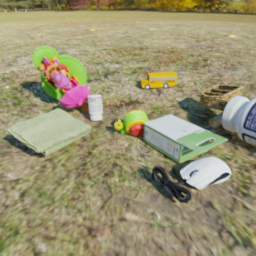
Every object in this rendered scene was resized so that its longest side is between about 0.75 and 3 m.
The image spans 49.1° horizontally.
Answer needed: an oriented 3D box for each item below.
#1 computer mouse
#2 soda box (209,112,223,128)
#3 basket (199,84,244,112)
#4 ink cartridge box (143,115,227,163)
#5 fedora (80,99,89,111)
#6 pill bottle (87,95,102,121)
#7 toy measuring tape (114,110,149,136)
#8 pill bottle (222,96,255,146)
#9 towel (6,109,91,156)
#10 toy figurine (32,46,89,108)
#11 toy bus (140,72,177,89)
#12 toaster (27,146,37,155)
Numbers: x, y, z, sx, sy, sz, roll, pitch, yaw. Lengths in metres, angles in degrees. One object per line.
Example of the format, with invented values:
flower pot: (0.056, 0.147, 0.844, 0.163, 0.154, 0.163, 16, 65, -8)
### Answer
computer mouse: (1.966, 1.275, 7.966, 2.403, 0.527, 1.317, -15, 39, -27)
soda box: (3.524, -0.313, 10.932, 0.813, 0.275, 0.260, -28, 38, -24)
basket: (3.764, -1.325, 11.707, 1.131, 1.180, 1.584, 9, 9, -22)
ink cartridge box: (1.813, 0.425, 9.394, 1.345, 0.768, 2.591, -17, 30, -32)
fedora: (-1.852, -1.049, 12.738, 1.120, 0.457, 1.120, -1, 26, 1)
pill bottle: (-1.363, -0.840, 11.614, 0.574, 1.012, 0.574, -3, 12, 1)
toy measuring tape: (0.780, -0.248, 10.557, 2.655, 0.977, 0.977, -5, 27, -11)
pill bottle: (4.786, -0.078, 9.538, 1.634, 1.634, 2.823, -21, 34, -35)
towel: (-2.578, 0.058, 9.458, 1.805, 0.444, 2.433, 27, 30, 24)
toy figurine: (-2.754, -2.033, 12.161, 2.182, 2.907, 2.675, -41, 36, -1)
toy bus: (1.658, -2.628, 15.489, 1.959, 0.767, 0.638, -4, 27, -8)
toaster: (-3.034, 0.463, 9.704, 0.875, 0.519, 0.792, -16, 32, -29)
